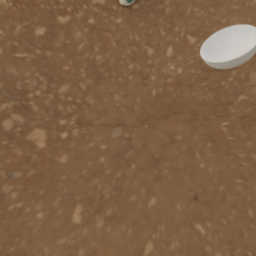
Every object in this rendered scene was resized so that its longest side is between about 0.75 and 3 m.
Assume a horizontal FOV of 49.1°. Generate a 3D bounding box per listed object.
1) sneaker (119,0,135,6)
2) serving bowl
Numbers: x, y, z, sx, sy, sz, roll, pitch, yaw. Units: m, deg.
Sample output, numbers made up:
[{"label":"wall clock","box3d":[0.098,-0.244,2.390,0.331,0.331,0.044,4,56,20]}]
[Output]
[{"label":"sneaker","box3d":[0.253,-5.463,10.586,0.717,0.737,1.851,22,70,8]},{"label":"serving bowl","box3d":[2.788,-2.115,7.628,1.542,0.507,1.542,-20,42,19]}]
